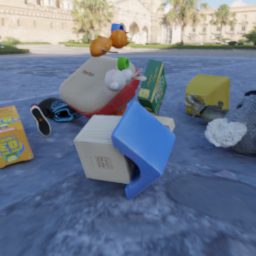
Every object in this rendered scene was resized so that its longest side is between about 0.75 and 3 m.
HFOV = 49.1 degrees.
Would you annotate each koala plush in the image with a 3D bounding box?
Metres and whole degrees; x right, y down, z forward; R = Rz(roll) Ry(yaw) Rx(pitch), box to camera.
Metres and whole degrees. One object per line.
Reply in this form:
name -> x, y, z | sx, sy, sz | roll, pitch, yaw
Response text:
koala plush -> 3.226, -0.045, 6.337 | 2.285, 2.368, 2.576 | -4, -5, -44

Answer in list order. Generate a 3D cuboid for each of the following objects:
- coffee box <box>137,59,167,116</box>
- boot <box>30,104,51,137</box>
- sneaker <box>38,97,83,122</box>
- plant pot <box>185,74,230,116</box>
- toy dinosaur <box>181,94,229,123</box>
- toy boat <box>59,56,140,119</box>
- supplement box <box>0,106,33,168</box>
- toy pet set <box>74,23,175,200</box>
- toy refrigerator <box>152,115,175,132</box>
coffee box -> 0.826, -1.176, 9.060 | 0.467, 1.306, 2.124 | 16, -9, 14
boot -> -2.510, -0.244, 8.053 | 0.340, 0.939, 0.677 | -25, 23, -12
sneaker -> -2.422, -0.605, 9.503 | 1.955, 0.716, 0.801 | 2, 26, 26
plant pot -> 2.774, -1.068, 10.214 | 1.329, 1.338, 1.369 | 16, 36, 41
toy dinosaur -> 2.804, -0.345, 8.688 | 1.176, 0.885, 2.299 | -14, 32, -30
toy boat -> -0.676, -0.902, 8.208 | 1.882, 1.886, 2.885 | -44, 34, -12
supplement box -> -3.017, 0.124, 6.983 | 0.817, 0.845, 2.457 | -17, 24, -22
toy pet set -> 0.222, -0.270, 5.358 | 1.511, 2.846, 2.657 | 3, 37, 22
toy refrigerator -> 0.931, -0.149, 8.531 | 0.918, 0.348, 0.321 | 12, 56, 34
